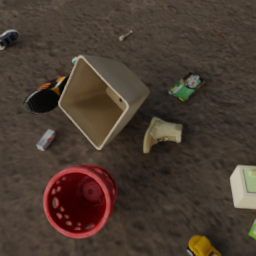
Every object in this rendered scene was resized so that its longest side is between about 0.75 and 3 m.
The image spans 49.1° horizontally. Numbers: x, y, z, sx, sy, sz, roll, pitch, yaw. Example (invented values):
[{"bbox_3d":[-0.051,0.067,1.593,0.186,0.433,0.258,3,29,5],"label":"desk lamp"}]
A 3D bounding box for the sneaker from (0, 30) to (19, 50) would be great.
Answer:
[{"bbox_3d":[-6.148,-4.325,13.953,1.570,0.616,0.623,-24,51,-4],"label":"sneaker"}]

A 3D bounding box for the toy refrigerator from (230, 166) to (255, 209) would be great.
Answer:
[{"bbox_3d":[4.938,1.960,8.965,2.901,1.015,1.101,4,53,3],"label":"toy refrigerator"}]

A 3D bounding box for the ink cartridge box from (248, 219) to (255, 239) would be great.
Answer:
[{"bbox_3d":[4.211,3.190,8.476,0.849,0.322,0.627,30,59,22],"label":"ink cartridge box"}]

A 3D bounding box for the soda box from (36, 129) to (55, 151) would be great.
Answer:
[{"bbox_3d":[-3.084,0.457,10.567,0.280,0.260,0.821,20,56,14],"label":"soda box"}]

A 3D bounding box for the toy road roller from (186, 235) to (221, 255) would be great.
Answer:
[{"bbox_3d":[2.182,3.525,7.969,0.611,0.726,0.994,-37,61,-24],"label":"toy road roller"}]

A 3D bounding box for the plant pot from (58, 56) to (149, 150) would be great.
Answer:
[{"bbox_3d":[-0.667,-1.099,10.260,2.425,2.422,2.147,47,41,14],"label":"plant pot"}]

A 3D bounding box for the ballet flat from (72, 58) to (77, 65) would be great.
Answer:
[{"bbox_3d":[-1.995,-3.025,12.982,1.142,0.396,0.396,14,53,-7],"label":"ballet flat"}]

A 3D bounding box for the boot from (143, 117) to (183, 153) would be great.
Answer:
[{"bbox_3d":[1.309,0.368,10.426,1.283,0.601,1.651,15,49,13],"label":"boot"}]

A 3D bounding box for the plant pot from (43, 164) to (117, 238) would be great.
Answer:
[{"bbox_3d":[-1.215,1.980,8.115,1.878,1.710,1.878,0,89,11],"label":"plant pot"}]

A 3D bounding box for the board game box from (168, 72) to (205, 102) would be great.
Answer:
[{"bbox_3d":[2.592,-1.827,12.342,0.853,0.191,1.628,37,61,22],"label":"board game box"}]

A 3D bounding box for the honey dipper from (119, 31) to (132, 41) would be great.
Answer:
[{"bbox_3d":[-0.100,-4.848,14.624,0.176,0.176,0.929,32,57,22],"label":"honey dipper"}]

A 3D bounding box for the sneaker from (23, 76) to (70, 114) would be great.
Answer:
[{"bbox_3d":[-3.282,-1.274,11.216,1.167,0.907,2.595,-1,30,37],"label":"sneaker"}]
